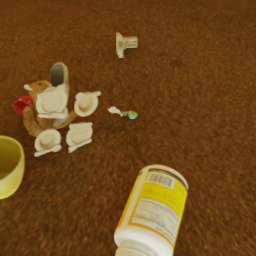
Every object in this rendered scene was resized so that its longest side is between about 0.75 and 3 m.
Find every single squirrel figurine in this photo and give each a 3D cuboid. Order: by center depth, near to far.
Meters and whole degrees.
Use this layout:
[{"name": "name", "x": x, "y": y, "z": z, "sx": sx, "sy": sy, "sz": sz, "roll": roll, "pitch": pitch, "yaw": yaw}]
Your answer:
[{"name": "squirrel figurine", "x": -3.404, "y": -0.792, "z": 10.941, "sx": 2.159, "sy": 1.528, "sz": 2.015, "roll": -44, "pitch": 73, "yaw": 4}]

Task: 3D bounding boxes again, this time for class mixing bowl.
[{"name": "mixing bowl", "x": -4.294, "y": -0.991, "z": 11.849, "sx": 0.980, "sy": 0.980, "sz": 0.531, "roll": 4, "pitch": 52, "yaw": 4}]

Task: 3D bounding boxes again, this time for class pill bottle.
[{"name": "pill bottle", "x": 0.626, "y": 2.581, "z": 7.814, "sx": 1.588, "sy": 1.588, "sz": 2.907, "roll": 14, "pitch": 47, "yaw": 14}]

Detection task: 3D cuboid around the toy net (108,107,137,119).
[{"name": "toy net", "x": -0.225, "y": -0.699, "z": 11.860, "sx": 1.244, "sy": 0.240, "sz": 0.653, "roll": 18, "pitch": 25, "yaw": 1}]

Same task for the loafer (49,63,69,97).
[{"name": "loafer", "x": -2.979, "y": -1.914, "z": 12.299, "sx": 0.741, "sy": 1.958, "sz": 0.669, "roll": 14, "pitch": 24, "yaw": 11}]

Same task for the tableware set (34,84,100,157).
[{"name": "tableware set", "x": -2.108, "y": -0.224, "z": 9.741, "sx": 2.348, "sy": 2.810, "sz": 0.326, "roll": -11, "pitch": 37, "yaw": -39}]

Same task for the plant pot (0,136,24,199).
[{"name": "plant pot", "x": -4.245, "y": 1.478, "z": 9.057, "sx": 2.016, "sy": 1.431, "sz": 2.016, "roll": -1, "pitch": 45, "yaw": 1}]

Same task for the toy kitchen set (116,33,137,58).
[{"name": "toy kitchen set", "x": -0.046, "y": -4.781, "z": 15.689, "sx": 1.212, "sy": 1.096, "sz": 1.343, "roll": -5, "pitch": 45, "yaw": -5}]
